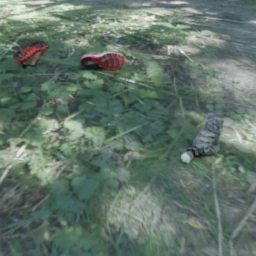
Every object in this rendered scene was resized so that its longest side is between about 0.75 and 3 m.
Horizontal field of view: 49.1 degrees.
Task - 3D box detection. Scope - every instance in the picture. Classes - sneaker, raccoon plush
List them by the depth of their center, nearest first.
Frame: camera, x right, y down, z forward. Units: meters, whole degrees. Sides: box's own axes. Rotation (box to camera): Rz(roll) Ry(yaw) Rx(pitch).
[{"bbox_3d":[2.798,0.374,10.077,0.960,1.329,1.984,25,43,30],"label":"raccoon plush"},{"bbox_3d":[-4.207,-3.213,12.433,0.630,0.871,1.783,31,58,29],"label":"sneaker"},{"bbox_3d":[-1.495,-4.046,16.396,2.627,1.059,0.981,1,34,2],"label":"sneaker"}]
